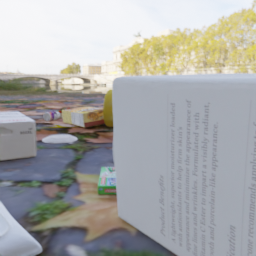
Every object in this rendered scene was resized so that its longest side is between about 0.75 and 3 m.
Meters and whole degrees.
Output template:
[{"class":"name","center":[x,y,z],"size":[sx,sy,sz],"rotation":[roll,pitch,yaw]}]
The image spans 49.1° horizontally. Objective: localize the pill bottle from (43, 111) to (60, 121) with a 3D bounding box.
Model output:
[{"class":"pill bottle","center":[-4.513,-0.707,16.651],"size":[0.531,0.531,0.953],"rotation":[5,11,26]}]

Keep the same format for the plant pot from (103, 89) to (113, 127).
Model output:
[{"class":"plant pot","center":[-0.136,-0.945,14.137],"size":[1.800,1.914,1.914],"rotation":[6,11,12]}]

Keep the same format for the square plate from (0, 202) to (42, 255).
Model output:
[{"class":"square plate","center":[-2.710,1.569,3.983],"size":[2.212,0.318,2.233],"rotation":[-7,12,-39]}]

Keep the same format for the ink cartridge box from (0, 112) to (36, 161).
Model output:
[{"class":"ink cartridge box","center":[-4.385,0.207,9.282],"size":[2.038,1.187,2.819],"rotation":[-6,11,-30]}]

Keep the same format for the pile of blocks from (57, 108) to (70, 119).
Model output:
[{"class":"pile of blocks","center":[-4.076,-1.000,18.139],"size":[0.799,0.605,1.946],"rotation":[6,11,29]}]

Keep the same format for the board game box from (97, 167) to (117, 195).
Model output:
[{"class":"board game box","center":[-0.210,1.193,6.499],"size":[0.904,0.196,1.343],"rotation":[-1,10,-1]}]

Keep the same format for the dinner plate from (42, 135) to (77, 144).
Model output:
[{"class":"dinner plate","center":[-2.736,0.415,11.232],"size":[1.376,0.167,1.376],"rotation":[1,8,0]}]

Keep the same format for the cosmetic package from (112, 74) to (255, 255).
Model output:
[{"class":"cosmetic package","center":[1.561,0.419,4.173],"size":[2.429,2.427,2.944],"rotation":[-10,15,-36]}]

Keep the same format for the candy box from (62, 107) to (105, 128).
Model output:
[{"class":"candy box","center":[-2.278,-0.633,15.083],"size":[1.611,0.772,2.790],"rotation":[-12,12,-33]}]
